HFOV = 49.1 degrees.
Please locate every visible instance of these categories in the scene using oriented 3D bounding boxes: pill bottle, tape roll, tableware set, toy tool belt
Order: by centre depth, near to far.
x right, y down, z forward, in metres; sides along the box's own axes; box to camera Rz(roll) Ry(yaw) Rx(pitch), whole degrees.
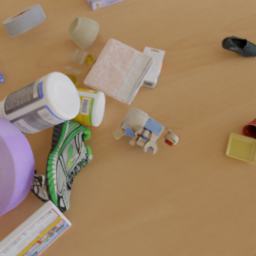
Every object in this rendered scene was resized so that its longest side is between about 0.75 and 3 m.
[{"bbox_3d":[-3.917,1.052,7.310,2.745,0.901,2.745,1,94,11],"label":"tape roll"},{"bbox_3d":[-2.665,-0.562,7.967,2.338,1.330,1.330,-18,56,26],"label":"pill bottle"},{"bbox_3d":[0.528,0.276,8.580,1.818,1.135,1.117,33,86,7],"label":"toy tool belt"},{"bbox_3d":[-1.849,-0.749,9.044,2.008,1.115,1.115,10,61,6],"label":"pill bottle"},{"bbox_3d":[-1.621,-1.872,10.166,1.451,0.330,2.153,18,60,0],"label":"tableware set"},{"bbox_3d":[-4.049,-4.205,10.940,1.611,0.532,1.611,-18,34,13],"label":"tape roll"}]

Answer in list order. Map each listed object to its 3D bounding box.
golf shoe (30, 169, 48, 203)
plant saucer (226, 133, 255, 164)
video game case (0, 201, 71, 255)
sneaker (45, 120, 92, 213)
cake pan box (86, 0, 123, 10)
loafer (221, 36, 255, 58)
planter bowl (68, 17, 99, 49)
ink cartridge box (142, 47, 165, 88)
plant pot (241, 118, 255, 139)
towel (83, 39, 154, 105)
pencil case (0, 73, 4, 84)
[{"bbox_3d":[-2.576,1.641,8.057,0.554,0.456,1.173,-41,69,-21],"label":"golf shoe"},{"bbox_3d":[3.528,0.656,8.746,0.862,0.209,0.862,17,62,12],"label":"plant saucer"},{"bbox_3d":[-2.140,2.545,6.622,1.445,2.021,0.176,-40,66,-20],"label":"video game case"},{"bbox_3d":[-1.655,0.972,7.982,1.232,1.128,2.891,7,56,-7],"label":"sneaker"},{"bbox_3d":[-1.118,-6.186,12.552,1.819,0.476,1.675,-25,65,-14],"label":"cake pan box"},{"bbox_3d":[4.310,-3.035,10.478,1.643,0.577,0.558,11,82,-15],"label":"loafer"},{"bbox_3d":[-1.757,-3.684,10.590,0.771,1.145,1.145,25,53,-38],"label":"planter bowl"},{"bbox_3d":[0.780,-2.237,10.287,0.828,0.383,1.520,16,64,9],"label":"ink cartridge box"},{"bbox_3d":[4.151,0.012,8.862,0.754,0.775,0.775,-36,66,-27],"label":"plant pot"},{"bbox_3d":[-0.312,-1.999,9.804,1.882,0.318,1.971,26,77,11],"label":"towel"},{"bbox_3d":[-4.829,-1.944,10.188,0.353,0.317,0.813,-28,63,-23],"label":"pencil case"}]
